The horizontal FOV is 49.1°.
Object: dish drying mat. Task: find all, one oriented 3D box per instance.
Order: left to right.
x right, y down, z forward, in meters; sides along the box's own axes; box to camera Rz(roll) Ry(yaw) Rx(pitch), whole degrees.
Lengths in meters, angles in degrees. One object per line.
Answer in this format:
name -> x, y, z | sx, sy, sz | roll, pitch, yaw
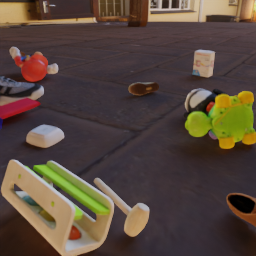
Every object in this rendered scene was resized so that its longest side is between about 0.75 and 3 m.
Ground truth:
dish drying mat -> -3.839, -0.375, 8.117 | 2.407, 0.219, 0.924 | -27, 31, -37

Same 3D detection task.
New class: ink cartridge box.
ink cartridge box -> 3.460, -2.966, 12.850 | 0.795, 1.100, 0.466 | 19, 31, 35

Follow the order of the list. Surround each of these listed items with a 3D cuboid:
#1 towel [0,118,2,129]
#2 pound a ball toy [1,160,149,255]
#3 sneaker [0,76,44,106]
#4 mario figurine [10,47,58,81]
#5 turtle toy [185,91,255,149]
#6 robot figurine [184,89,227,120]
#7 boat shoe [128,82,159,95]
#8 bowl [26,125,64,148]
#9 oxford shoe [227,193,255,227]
towel -> -3.867, 0.112, 6.830 | 1.387, 0.344, 1.024 | 9, 54, 13
pound a ball toy -> -0.883, 1.248, 4.389 | 2.061, 0.876, 1.344 | 22, 7, 39
sneaker -> -4.362, -1.615, 9.311 | 2.878, 1.638, 1.086 | -6, 26, -12
mario figurine -> -4.203, -3.032, 12.563 | 1.686, 1.447, 2.731 | -22, 28, -22
turtle toy -> 2.311, -0.182, 6.923 | 1.793, 1.307, 0.906 | -9, 7, -18
robot figurine -> 2.224, -0.615, 8.051 | 1.068, 0.887, 1.421 | -4, 25, -16
boat shoe -> 0.524, -1.486, 10.557 | 1.255, 0.463, 0.464 | -6, 12, -28
bowl -> -2.114, 0.167, 7.113 | 0.770, 0.288, 0.771 | 13, 29, 27
oxford shoe -> 2.081, 1.342, 4.126 | 1.375, 0.490, 0.490 | 16, -15, 45
